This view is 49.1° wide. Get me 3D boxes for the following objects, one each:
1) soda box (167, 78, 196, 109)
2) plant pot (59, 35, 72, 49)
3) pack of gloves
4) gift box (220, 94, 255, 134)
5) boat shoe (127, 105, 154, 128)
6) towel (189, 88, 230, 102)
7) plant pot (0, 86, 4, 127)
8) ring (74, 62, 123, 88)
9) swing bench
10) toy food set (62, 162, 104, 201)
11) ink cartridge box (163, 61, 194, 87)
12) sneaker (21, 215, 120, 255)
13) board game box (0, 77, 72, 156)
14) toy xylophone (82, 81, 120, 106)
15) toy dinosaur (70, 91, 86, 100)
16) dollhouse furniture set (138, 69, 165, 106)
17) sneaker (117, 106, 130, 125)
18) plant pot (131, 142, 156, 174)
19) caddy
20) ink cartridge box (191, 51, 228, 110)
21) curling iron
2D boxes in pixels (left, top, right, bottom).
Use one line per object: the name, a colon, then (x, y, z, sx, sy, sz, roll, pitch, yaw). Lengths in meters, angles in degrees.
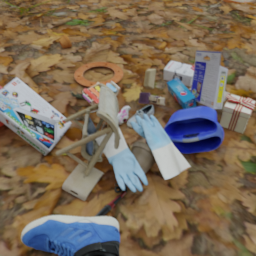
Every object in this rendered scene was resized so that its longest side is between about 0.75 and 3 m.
soda box: (2.455, -1.581, 13.000, 0.598, 0.566, 1.763, -26, 44, -3)
plant pot: (-3.898, -5.258, 17.230, 0.551, 0.787, 0.787, -33, 49, -12)
pack of gloves: (0.351, 0.654, 9.332, 2.318, 0.545, 2.760, -24, 54, -11)
gift box: (4.506, -0.706, 11.612, 1.187, 1.201, 1.286, 18, 45, 19)
boat shoe: (0.524, -0.549, 11.929, 1.507, 0.537, 0.526, -33, 51, -31)
towel: (3.884, -1.655, 13.409, 1.131, 0.294, 1.707, -31, 49, -32)
plant pot: (-5.611, -0.691, 11.310, 1.789, 1.789, 1.583, 21, 53, 22)
ring: (-1.532, -2.763, 14.719, 2.572, 0.247, 2.572, 0, 42, 0)
swing bench: (-1.123, -0.004, 9.596, 2.204, 1.430, 2.192, -41, 25, 21)
toy food set: (-1.496, 1.777, 9.471, 0.900, 0.379, 1.254, 26, 48, 11)
ink cartridge box: (2.705, -2.817, 14.462, 1.509, 0.629, 1.096, 19, 45, 21)
sneaker: (-1.516, 3.164, 7.307, 2.657, 1.020, 1.478, 1, 32, -8)
board game box: (-3.708, -0.463, 10.660, 2.776, 0.480, 1.752, 42, 43, -12)
toy xylophone: (-1.374, -1.656, 13.104, 1.341, 0.460, 1.831, 36, 51, 19)
toy dinosaur: (-2.143, -1.532, 13.272, 1.169, 0.277, 0.515, 20, 52, 11)
dollhouse furniture set: (1.379, -1.776, 12.455, 1.263, 1.594, 1.131, 9, 4, 43)
sneaker: (-0.208, -0.500, 11.956, 0.495, 0.457, 1.122, 42, 54, 2)
plant pot: (0.443, 1.147, 9.745, 1.052, 1.052, 0.913, 20, 61, 22)
caddy: (2.360, 0.158, 10.174, 2.175, 1.538, 1.142, -10, 29, 30)
ink cartridge box: (3.412, -2.102, 11.919, 0.524, 2.230, 2.204, 2, 16, -13)
curling iron: (-0.659, 2.392, 8.746, 0.480, 0.248, 1.937, 45, 54, 1)
